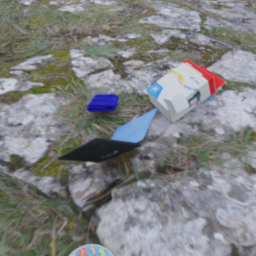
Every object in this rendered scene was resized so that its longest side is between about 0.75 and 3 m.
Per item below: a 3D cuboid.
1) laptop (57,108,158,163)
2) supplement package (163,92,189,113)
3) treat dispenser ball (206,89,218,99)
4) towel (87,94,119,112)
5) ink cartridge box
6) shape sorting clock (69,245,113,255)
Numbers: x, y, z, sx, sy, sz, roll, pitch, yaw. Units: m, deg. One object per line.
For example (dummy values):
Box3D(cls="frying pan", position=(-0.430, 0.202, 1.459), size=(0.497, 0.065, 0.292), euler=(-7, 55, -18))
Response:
Box3D(cls="laptop", position=(-0.654, 0.189, 9.304), size=(2.582, 2.418, 1.497), euler=(10, 66, -37))
Box3D(cls="supplement package", position=(1.779, -0.967, 10.474), size=(0.547, 0.568, 0.998), euler=(-30, 14, -2))
Box3D(cls="treat dispenser ball", position=(3.654, -1.911, 13.066), size=(1.091, 1.091, 1.091), euler=(0, 40, 0))
Box3D(cls="towel", position=(-1.082, -1.134, 12.192), size=(1.252, 0.420, 1.696), euler=(-4, 21, 4))
Box3D(cls="ink cartridge box", position=(2.500, -1.791, 12.134), size=(2.959, 0.995, 1.719), euler=(-37, 50, -4))
Box3D(cls="shape sorting clock", position=(-0.975, 3.674, 7.124), size=(1.432, 0.281, 1.432), euler=(0, 40, 0))
